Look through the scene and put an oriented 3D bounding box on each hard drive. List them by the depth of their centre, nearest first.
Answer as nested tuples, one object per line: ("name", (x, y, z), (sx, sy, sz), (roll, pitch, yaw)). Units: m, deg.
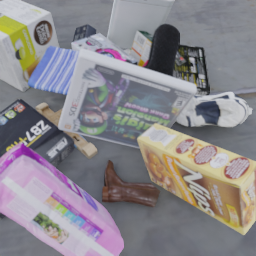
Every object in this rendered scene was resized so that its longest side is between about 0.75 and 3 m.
("hard drive", (0.284, -3.518, 9.344), (1.723, 2.612, 0.349), (3, 72, -10))

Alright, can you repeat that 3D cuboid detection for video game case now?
("video game case", (-0.135, -0.467, 6.805), (2.706, 2.460, 0.316), (14, 48, -15))

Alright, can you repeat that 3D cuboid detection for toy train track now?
("toy train track", (-1.918, -0.069, 8.346), (1.550, 0.440, 2.703), (-37, 59, -27))

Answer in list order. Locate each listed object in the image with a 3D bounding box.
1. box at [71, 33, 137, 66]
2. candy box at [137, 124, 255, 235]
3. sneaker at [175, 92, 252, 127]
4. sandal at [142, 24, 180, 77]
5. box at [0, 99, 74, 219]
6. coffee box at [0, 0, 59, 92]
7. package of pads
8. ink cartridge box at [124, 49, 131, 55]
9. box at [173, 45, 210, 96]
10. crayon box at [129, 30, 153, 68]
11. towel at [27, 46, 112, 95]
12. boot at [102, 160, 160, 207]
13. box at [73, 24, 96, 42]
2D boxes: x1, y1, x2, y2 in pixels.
("box", (-0.828, -1.985, 9.363), (1.220, 1.405, 2.127), (-29, 55, -26))
("candy box", (1.444, 0.984, 6.025), (0.710, 1.482, 2.568), (-39, 39, -24))
("sneaker", (2.523, -0.585, 8.497), (2.468, 0.985, 1.606), (2, 6, 43))
("sandal", (0.873, -1.704, 8.549), (1.103, 0.662, 2.937), (20, 80, -14))
("box", (-3.057, 0.675, 7.321), (2.107, 0.642, 2.614), (37, 57, 11))
("coffee box", (-3.868, -2.946, 9.760), (2.070, 2.067, 2.047), (28, 55, 24))
("package of pads", (-1.371, 1.477, 5.353), (0.989, 2.614, 1.575), (-49, 23, -10))
("ink cartridge box", (-0.056, -2.477, 10.445), (1.313, 0.442, 0.769), (-31, 55, -26))
("box", (1.814, -2.000, 9.713), (1.775, 0.549, 2.223), (5, 55, -1))
("crayon box", (0.472, -2.211, 9.487), (0.456, 1.767, 1.111), (-6, 43, -35))
("towel", (-1.709, -1.680, 8.219), (2.225, 0.265, 1.611), (13, 63, 17))
("boot", (0.077, 1.380, 7.049), (1.382, 0.444, 1.288), (3, 46, -1))
("box", (-1.706, -3.491, 10.856), (0.780, 0.458, 0.767), (4, 80, 43))
